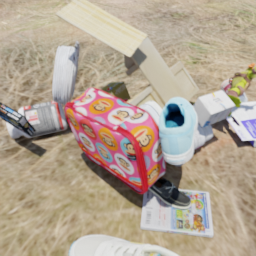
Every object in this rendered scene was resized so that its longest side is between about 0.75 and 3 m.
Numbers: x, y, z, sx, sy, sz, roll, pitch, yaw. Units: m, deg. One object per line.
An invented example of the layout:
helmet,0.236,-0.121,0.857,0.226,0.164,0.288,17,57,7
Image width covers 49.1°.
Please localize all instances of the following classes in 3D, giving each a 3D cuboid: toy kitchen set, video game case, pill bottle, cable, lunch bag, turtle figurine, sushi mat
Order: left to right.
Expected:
pill bottle,-3.028,-0.253,9.344,1.807,1.047,1.047,-13,43,-13
cable,-1.906,-1.570,8.516,0.615,1.776,1.776,9,78,-10
sushi mat,-0.615,-2.496,6.814,2.088,0.126,0.999,30,58,2
lunch bag,-0.303,0.391,6.974,2.626,2.313,1.076,27,55,38
toy kitchen set,0.139,-1.041,8.549,2.719,2.453,2.218,-42,100,-37
video game case,1.257,2.147,7.318,1.762,0.159,1.262,5,41,6
pill bottle,1.807,0.327,8.703,1.542,0.874,0.874,-24,47,-20
pill bottle,4.109,-1.326,10.861,0.671,0.671,1.175,-4,41,-4
turtle figurine,3.686,-1.422,8.957,0.827,2.567,2.070,44,64,-2

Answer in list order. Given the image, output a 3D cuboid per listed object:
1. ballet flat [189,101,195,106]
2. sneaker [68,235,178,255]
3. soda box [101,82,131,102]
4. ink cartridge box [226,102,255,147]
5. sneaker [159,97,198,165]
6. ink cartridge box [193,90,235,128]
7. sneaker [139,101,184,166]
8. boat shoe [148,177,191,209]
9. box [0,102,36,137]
ballet flat,2.003,-0.725,9.148,0.885,0.313,0.313,20,35,-24
sneaker,0.141,2.818,5.781,2.948,1.191,1.128,11,44,14
soda box,-0.184,-0.470,8.829,0.656,1.937,0.620,8,42,44
ink cartridge box,4.350,-0.186,9.733,2.000,0.434,1.981,-5,41,-9
sneaker,1.050,-0.255,5.803,0.804,0.891,2.175,-5,32,10
ink cartridge box,2.431,-0.558,8.075,0.897,0.661,0.649,-18,61,-22
sneaker,0.942,0.097,6.896,0.656,1.797,0.636,-22,15,47
boat shoe,1.042,1.653,7.422,1.385,0.468,0.497,29,47,27
box,-3.197,-0.269,7.781,1.111,0.883,0.256,27,68,17
